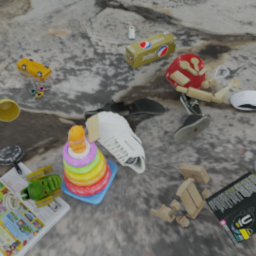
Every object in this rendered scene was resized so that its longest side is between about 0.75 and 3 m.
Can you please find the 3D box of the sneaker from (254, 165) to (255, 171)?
[{"bbox_3d":[4.838,1.610,9.265,1.349,0.493,0.478,42,57,17],"label":"sneaker"}]

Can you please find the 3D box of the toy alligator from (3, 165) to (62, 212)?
[{"bbox_3d":[-2.369,1.668,7.727,0.716,2.980,0.988,-20,91,3],"label":"toy alligator"}]

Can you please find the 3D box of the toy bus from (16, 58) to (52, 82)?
[{"bbox_3d":[-4.105,-2.527,12.300,1.673,0.655,0.545,25,55,18],"label":"toy bus"}]

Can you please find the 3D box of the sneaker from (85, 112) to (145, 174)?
[{"bbox_3d":[-0.249,0.477,8.484,1.003,2.626,1.057,-31,48,20],"label":"sneaker"}]

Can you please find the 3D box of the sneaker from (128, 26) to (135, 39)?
[{"bbox_3d":[0.173,-4.849,14.300,0.326,0.344,0.853,-3,53,-5],"label":"sneaker"}]

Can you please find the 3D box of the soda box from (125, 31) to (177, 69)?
[{"bbox_3d":[1.061,-3.645,13.059,2.428,0.822,0.777,-26,57,-19],"label":"soda box"}]

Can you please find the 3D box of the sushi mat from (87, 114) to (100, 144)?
[{"bbox_3d":[-0.908,0.025,7.362,0.383,0.048,0.800,-27,51,23],"label":"sushi mat"}]

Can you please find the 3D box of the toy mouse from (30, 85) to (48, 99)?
[{"bbox_3d":[-3.831,-1.558,11.868,0.828,0.160,0.736,-34,60,-24],"label":"toy mouse"}]

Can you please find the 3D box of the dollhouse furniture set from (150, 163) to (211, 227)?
[{"bbox_3d":[1.652,2.162,8.668,1.977,1.025,0.875,-42,24,-28],"label":"dollhouse furniture set"}]

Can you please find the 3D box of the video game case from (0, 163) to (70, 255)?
[{"bbox_3d":[-3.444,2.514,8.649,2.447,0.280,2.227,34,59,22],"label":"video game case"}]

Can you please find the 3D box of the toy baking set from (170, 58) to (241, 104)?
[{"bbox_3d":[2.807,-1.718,10.009,2.559,0.298,1.964,20,57,3],"label":"toy baking set"}]

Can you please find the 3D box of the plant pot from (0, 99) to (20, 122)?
[{"bbox_3d":[-4.153,-0.685,9.534,0.767,0.767,0.545,-25,41,-18],"label":"plant pot"}]

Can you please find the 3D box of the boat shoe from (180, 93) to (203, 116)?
[{"bbox_3d":[2.541,-0.932,11.196,0.504,0.454,1.425,-21,55,-15],"label":"boat shoe"}]

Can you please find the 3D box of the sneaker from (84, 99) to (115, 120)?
[{"bbox_3d":[-0.939,-0.641,10.912,1.540,0.589,0.882,-4,51,-7],"label":"sneaker"}]

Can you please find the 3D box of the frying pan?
[{"bbox_3d":[-4.073,1.100,9.560,0.942,0.253,1.557,-12,36,-8],"label":"frying pan"}]

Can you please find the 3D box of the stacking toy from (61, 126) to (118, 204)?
[{"bbox_3d":[-1.355,0.889,8.260,1.539,2.805,1.628,18,56,16],"label":"stacking toy"}]

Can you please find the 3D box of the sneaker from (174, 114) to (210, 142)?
[{"bbox_3d":[2.186,0.002,10.307,1.533,0.573,0.814,-26,24,-17],"label":"sneaker"}]

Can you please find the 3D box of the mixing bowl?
[{"bbox_3d":[2.378,-2.351,11.104,1.652,0.894,1.652,5,47,-6],"label":"mixing bowl"}]

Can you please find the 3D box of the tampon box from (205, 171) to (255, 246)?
[{"bbox_3d":[2.862,1.995,6.980,1.392,1.043,0.879,-34,25,5],"label":"tampon box"}]

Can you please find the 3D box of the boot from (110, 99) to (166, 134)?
[{"bbox_3d":[0.173,-0.087,9.622,2.038,1.774,0.705,-2,44,-9],"label":"boot"}]

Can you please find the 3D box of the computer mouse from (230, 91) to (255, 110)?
[{"bbox_3d":[5.385,-1.123,11.301,2.385,0.523,1.308,2,53,2],"label":"computer mouse"}]
